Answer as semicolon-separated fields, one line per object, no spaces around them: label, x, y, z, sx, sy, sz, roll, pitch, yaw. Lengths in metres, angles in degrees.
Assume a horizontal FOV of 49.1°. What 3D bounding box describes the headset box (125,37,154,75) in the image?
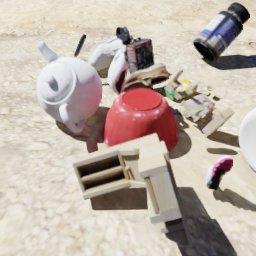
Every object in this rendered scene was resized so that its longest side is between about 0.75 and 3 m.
headset box;0.508;-2.968;11.503;0.550;1.425;1.060;18;40;42

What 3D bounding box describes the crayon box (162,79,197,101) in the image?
crayon box;1.933;-1.433;10.498;1.121;0.327;0.666;-22;44;-24

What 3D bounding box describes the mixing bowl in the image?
mixing bowl;0.367;-0.349;8.389;2.392;1.295;2.392;0;37;0

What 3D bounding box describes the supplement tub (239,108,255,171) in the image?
supplement tub;4.559;0.092;7.224;2.749;1.999;1.999;-17;42;-21

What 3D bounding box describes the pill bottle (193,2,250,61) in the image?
pill bottle;4.145;-4.261;12.372;2.391;1.337;1.337;-47;48;3

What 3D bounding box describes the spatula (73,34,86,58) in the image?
spatula;-2.153;-2.661;10.826;0.216;2.098;0.593;39;15;18

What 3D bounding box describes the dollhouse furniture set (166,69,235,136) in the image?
dollhouse furniture set;2.309;-0.924;8.791;1.065;0.910;2.055;-23;67;-43

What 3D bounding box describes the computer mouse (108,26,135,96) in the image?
computer mouse;-0.323;-2.085;9.168;0.512;2.332;1.279;-1;39;-17

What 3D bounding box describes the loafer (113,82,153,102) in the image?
loafer;0.120;-1.091;9.681;1.526;0.580;0.515;-28;39;-2

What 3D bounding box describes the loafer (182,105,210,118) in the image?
loafer;1.892;-0.452;7.721;0.756;0.258;0.286;-15;-6;15

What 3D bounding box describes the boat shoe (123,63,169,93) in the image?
boat shoe;0.627;-1.739;10.443;1.915;0.725;0.688;-25;69;2

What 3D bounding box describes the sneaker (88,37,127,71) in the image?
sneaker;-0.726;-3.208;12.258;1.111;1.055;2.760;26;46;15

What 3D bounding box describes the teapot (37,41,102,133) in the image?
teapot;-1.958;-1.207;8.595;2.254;2.225;1.647;21;-2;21

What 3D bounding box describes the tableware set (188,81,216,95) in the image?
tableware set;2.683;-1.471;10.169;0.800;0.111;0.957;35;40;30

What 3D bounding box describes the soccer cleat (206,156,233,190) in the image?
soccer cleat;2.084;0.966;6.560;0.395;1.131;0.488;13;40;-2

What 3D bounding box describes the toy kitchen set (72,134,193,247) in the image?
toy kitchen set;-0.010;1.525;5.732;2.128;1.924;2.358;-17;9;5
